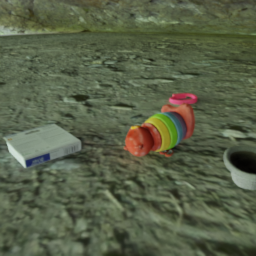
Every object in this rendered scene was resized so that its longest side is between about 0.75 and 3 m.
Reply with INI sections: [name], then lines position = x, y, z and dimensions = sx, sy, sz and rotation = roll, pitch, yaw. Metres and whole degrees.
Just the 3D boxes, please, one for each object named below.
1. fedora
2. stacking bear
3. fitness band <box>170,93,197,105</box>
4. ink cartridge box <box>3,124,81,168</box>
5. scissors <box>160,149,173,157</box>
[fedora]
position = 3.254, 1.151, 7.608
dimensions = 1.318, 0.673, 1.490
rotation = -1, 27, 0
[stacking bear]
position = 0.913, 0.163, 8.984
dimensions = 2.295, 1.305, 1.394
rotation = -23, 14, -32
[fitness band]
position = 2.747, -1.434, 13.960
dimensions = 1.387, 0.260, 0.996
rotation = -8, 28, -15
[ink cartridge box]
position = -2.877, 0.527, 9.336
dimensions = 1.912, 0.422, 1.947
rotation = -18, 28, -35
[scissors]
position = 1.428, 0.678, 9.439
dimensions = 0.417, 0.079, 1.139
rotation = 10, 25, 27
